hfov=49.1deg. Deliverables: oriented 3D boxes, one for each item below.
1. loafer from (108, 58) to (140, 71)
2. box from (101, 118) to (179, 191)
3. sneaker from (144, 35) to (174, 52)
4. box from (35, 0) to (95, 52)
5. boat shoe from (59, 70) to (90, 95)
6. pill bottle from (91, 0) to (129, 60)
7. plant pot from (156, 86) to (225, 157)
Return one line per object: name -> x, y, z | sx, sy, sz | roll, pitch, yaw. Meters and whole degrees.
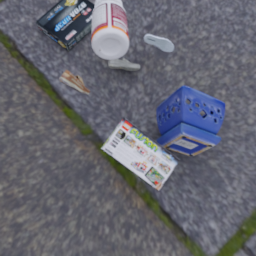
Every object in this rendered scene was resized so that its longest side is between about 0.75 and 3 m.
loafer -> -0.131, -2.231, 9.731 | 1.116, 0.390, 0.389 | 8, 82, -1
box -> 0.316, 0.680, 7.119 | 1.793, 0.311, 0.986 | 38, 80, -7
sneaker -> 1.020, -2.842, 9.283 | 1.063, 0.376, 0.388 | 21, 112, -12
box -> -2.146, -4.013, 10.436 | 1.591, 0.460, 2.002 | 39, 74, 13
boat shoe -> -1.066, -0.944, 5.877 | 0.317, 0.838, 0.301 | 25, 89, 32
pill bottle -> -0.546, -3.008, 8.207 | 1.046, 1.046, 1.910 | -3, 56, -1
plant pot -> 1.732, -0.077, 8.060 | 1.536, 1.536, 1.381 | 19, 62, -18
